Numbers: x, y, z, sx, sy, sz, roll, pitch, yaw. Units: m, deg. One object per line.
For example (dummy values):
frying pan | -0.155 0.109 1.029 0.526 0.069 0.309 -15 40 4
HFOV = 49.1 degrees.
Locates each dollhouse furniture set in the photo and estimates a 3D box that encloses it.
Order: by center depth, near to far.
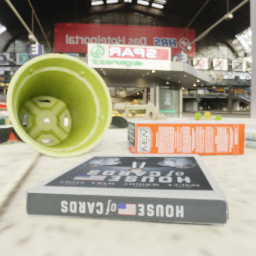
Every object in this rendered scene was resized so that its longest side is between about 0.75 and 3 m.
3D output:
dollhouse furniture set | 0.628 -0.379 16.529 2.495 1.387 2.207 2 -21 37

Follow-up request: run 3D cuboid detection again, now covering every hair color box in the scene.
hair color box | 1.174 0.190 6.058 2.281 0.698 1.158 1 3 -8

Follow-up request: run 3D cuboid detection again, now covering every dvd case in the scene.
dvd case | 0.101 0.562 3.189 1.601 0.263 2.130 0 2 8

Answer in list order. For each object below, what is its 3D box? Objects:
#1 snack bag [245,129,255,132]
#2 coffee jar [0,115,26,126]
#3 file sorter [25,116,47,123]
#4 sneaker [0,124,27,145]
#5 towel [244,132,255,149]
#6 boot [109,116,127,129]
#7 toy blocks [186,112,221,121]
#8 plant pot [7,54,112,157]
snack bag | 3.400 0.152 11.067 2.537 0.272 2.392 -1 4 -16
coffee jar | -4.331 -0.036 9.401 1.812 0.773 0.945 0 12 1
file sorter | -3.836 -0.418 11.664 1.459 1.013 0.895 2 33 35
sneaker | -3.251 0.153 7.842 1.656 0.583 0.774 -6 11 -37
towel | 3.805 0.287 6.634 1.624 0.457 1.897 0 3 -16
boot | -1.121 -0.272 15.247 1.924 0.694 1.453 8 -10 -34
toy blocks | 2.417 -0.001 9.624 1.362 0.681 0.931 -5 27 36
plant pot | -1.694 -0.314 6.327 2.074 2.074 1.907 -2 -8 -28
